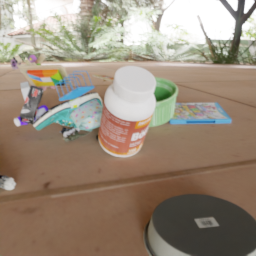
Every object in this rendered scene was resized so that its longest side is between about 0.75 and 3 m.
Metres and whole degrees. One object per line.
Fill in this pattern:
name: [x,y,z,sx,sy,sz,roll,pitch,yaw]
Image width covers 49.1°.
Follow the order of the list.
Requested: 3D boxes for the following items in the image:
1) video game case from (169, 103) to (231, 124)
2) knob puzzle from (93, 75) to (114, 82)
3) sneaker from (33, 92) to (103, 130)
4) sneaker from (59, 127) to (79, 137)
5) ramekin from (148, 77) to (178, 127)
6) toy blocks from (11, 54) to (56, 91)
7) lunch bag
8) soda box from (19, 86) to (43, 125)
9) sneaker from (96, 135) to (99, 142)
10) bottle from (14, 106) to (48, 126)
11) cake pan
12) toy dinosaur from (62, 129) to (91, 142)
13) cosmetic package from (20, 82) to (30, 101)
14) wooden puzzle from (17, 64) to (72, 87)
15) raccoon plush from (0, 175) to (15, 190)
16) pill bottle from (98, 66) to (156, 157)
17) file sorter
video game case: [3.264,-0.741,13.612,2.820,0.251,2.018,-1,27,-2]
knob puzzle: [-0.679,-1.971,11.698,1.377,0.191,1.377,13,14,-3]
sneaker: [-2.279,-0.491,10.983,2.852,1.136,1.105,-23,11,-19]
sneaker: [-2.368,0.107,11.263,0.449,0.298,0.790,28,33,33]
ramekin: [0.901,-1.185,12.798,2.668,1.303,2.668,-3,34,2]
toy blocks: [-4.228,-2.185,12.325,1.453,1.613,1.726,-39,-5,34]
lunch bag: [-1.478,-0.413,10.342,1.161,0.708,0.989,-26,42,-15]
soda box: [-3.625,-0.866,10.532,0.501,1.416,0.448,14,-29,-11]
sneaker: [-0.801,0.207,10.609,0.937,0.609,1.623,-8,20,-17]
bottle: [-3.825,-0.455,11.126,1.351,0.441,0.564,-28,-13,-37]
cake pan: [1.441,1.953,5.321,2.301,0.422,2.301,0,18,0]
toy dinosaur: [-2.029,0.281,10.751,1.271,0.302,0.560,-22,27,-39]
cosmetic package: [-4.216,-1.141,11.995,0.377,1.460,1.101,-16,26,-14]
wooden puzzle: [-3.124,-1.922,10.667,1.750,0.326,1.619,3,-15,0]
raccoon plush: [-3.906,1.291,6.881,1.809,0.875,1.212,8,27,23]
pill bottle: [-0.036,-0.448,8.627,1.540,2.746,1.540,7,48,-8]
file sorter: [-2.006,-1.550,10.319,1.156,0.709,0.802,-21,-2,38]
